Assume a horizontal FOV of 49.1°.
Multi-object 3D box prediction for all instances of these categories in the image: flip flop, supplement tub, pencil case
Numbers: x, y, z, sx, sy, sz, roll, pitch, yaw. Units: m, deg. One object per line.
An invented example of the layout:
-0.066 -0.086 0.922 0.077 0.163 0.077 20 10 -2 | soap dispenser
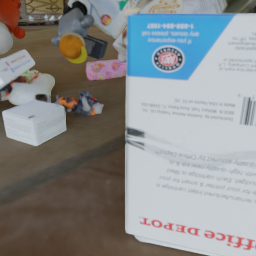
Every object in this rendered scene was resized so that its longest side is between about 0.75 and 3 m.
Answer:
2.900 -3.765 7.794 0.789 1.112 2.742 35 26 -24 | flip flop
-4.062 -1.270 9.135 1.364 0.729 0.729 -15 28 -32 | supplement tub
-0.853 -2.461 11.762 1.818 0.795 0.795 -16 28 -33 | pencil case

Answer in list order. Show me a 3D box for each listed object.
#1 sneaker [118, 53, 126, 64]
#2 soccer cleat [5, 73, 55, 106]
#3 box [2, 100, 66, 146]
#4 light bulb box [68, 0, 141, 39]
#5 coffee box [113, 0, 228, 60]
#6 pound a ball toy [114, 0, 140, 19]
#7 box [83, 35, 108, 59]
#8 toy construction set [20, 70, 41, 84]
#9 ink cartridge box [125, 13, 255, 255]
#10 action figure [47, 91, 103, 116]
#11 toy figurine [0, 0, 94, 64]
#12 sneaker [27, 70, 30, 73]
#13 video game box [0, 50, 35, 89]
0.244 -1.521 5.892 0.940 0.352 0.468 12 19 39 | sneaker
-2.776 -1.080 8.747 0.997 0.891 2.571 30 19 -2 | soccer cleat
-2.207 -0.156 6.679 1.021 0.667 1.015 13 27 27 | box
-0.597 -3.747 8.197 1.630 1.615 1.017 32 12 -10 | light bulb box
0.740 -1.824 4.942 1.037 1.814 0.723 38 0 36 | coffee box
-0.238 -2.963 5.423 0.648 1.526 0.995 -15 -17 -1 | pound a ball toy
-1.264 -2.773 9.488 0.940 0.592 0.956 18 19 -2 | box
-3.799 -1.717 10.257 1.053 0.739 1.605 -19 19 -37 | toy construction set
1.090 0.085 3.509 2.054 2.814 1.186 7 23 15 | ink cartridge box
-1.422 -0.636 8.068 1.437 0.777 1.485 8 -2 2 | action figure
-2.012 -2.857 6.110 2.707 2.750 1.913 7 56 -14 | toy figurine
-4.866 -2.284 11.633 1.570 0.559 0.883 17 26 30 | sneaker
-3.841 -1.021 7.322 2.487 0.582 2.266 -30 18 14 | video game box
